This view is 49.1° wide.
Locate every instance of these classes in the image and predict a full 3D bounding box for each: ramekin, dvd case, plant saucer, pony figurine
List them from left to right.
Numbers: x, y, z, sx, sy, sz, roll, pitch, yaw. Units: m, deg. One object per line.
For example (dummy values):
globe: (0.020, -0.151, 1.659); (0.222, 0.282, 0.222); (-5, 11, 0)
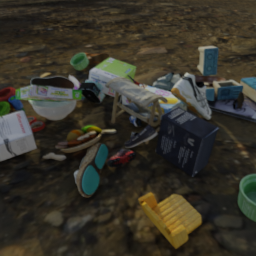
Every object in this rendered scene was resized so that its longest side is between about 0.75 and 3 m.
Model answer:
pony figurine: (-2.421, -1.846, 13.679); (1.273, 1.098, 1.319); (34, 24, 21)
ramekin: (-2.925, -4.014, 17.058); (1.068, 0.522, 1.068); (-14, 51, 17)
plant saucer: (3.811, -2.356, 14.566); (2.364, 0.407, 2.364); (-1, 20, 0)
dvd case: (4.970, -1.201, 13.183); (2.909, 0.232, 2.163); (22, 40, 32)
ramekin: (3.815, 2.027, 7.901); (1.412, 0.689, 1.412); (0, 33, 0)

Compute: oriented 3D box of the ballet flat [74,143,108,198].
ballet flat: (-1.277, 1.386, 9.026); (0.768, 0.829, 2.352); (-18, 24, 23)

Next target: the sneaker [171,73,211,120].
sneaker: (2.893, -1.248, 11.445); (2.630, 1.153, 0.995); (31, 4, -44)

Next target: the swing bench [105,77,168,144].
swing bench: (0.365, -0.827, 10.747); (1.321, 2.036, 2.025); (-37, 52, -28)

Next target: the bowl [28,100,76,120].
bowl: (-3.214, -0.990, 12.320); (2.118, 0.952, 2.118); (0, 33, 0)

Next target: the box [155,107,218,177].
box: (1.904, 0.440, 9.378); (0.967, 1.619, 1.646); (-28, 47, -36)

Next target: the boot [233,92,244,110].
boot: (4.797, -1.158, 12.195); (0.397, 0.820, 0.306); (-23, 38, -17)

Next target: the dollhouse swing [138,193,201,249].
dollhouse swing: (1.170, 2.156, 7.235); (1.137, 1.175, 1.293); (-36, 50, -13)

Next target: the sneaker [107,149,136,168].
sneaker: (-0.306, 1.027, 9.721); (1.131, 0.400, 0.552); (-19, 38, -30)

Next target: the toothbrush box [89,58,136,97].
toothbrush box: (-0.797, -2.667, 14.591); (1.669, 0.987, 2.293); (21, 35, 11)

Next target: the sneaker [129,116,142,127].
sneaker: (0.300, -0.284, 11.719); (0.441, 0.433, 1.145); (-20, 17, 9)

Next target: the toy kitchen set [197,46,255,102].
toy kitchen set: (4.728, -2.397, 12.338); (2.981, 2.388, 1.756); (-6, 28, -5)

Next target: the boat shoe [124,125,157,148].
boat shoe: (0.368, 0.295, 10.013); (1.543, 0.484, 0.560); (-26, 10, 44)

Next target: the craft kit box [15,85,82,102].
craft kit box: (-3.196, -1.327, 11.184); (1.963, 0.482, 1.988); (4, -2, -38)

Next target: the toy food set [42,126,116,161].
toy food set: (-1.776, 0.383, 10.080); (2.470, 0.496, 1.705); (-28, 16, -36)

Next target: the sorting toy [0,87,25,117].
sorting toy: (-5.294, -0.843, 12.358); (1.364, 0.932, 2.271); (-11, 44, 11)

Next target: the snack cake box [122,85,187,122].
snack cake box: (1.140, -1.070, 12.396); (2.542, 0.854, 1.462); (22, 41, 35)

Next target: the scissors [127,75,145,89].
scissors: (0.345, -2.065, 12.577); (0.452, 0.086, 1.234); (-27, 59, 4)

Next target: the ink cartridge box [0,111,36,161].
ink cartridge box: (-4.471, 0.367, 9.976); (1.994, 0.827, 1.464); (-20, 48, -19)

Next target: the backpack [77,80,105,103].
backpack: (-1.658, -1.686, 13.126); (1.022, 1.152, 0.867); (7, 57, 41)

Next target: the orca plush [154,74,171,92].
orca plush: (2.105, -2.225, 14.158); (1.517, 1.025, 2.883); (0, 33, 0)

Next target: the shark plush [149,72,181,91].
shark plush: (1.634, -1.913, 13.246); (2.178, 0.907, 0.990); (-15, -4, 20)

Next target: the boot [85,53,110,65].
boot: (-2.260, -4.579, 18.271); (1.815, 0.696, 1.409); (-27, 37, -24)

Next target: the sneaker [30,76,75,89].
sneaker: (-3.335, -1.860, 12.484); (1.864, 0.789, 0.679); (4, 71, -12)

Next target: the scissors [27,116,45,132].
scissors: (-4.423, 0.380, 10.950); (1.045, 0.199, 2.858); (20, 40, 17)
